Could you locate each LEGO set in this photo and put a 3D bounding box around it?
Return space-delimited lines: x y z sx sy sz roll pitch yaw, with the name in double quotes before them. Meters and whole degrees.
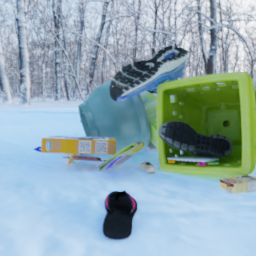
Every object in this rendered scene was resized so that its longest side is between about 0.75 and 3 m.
"LEGO set" -1.742 1.019 8.962 0.458 0.370 0.995 -29 18 -6

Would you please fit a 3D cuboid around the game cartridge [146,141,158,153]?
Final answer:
"game cartridge" 1.098 0.108 11.065 1.284 0.390 1.926 -8 50 -5

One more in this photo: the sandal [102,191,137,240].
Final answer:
"sandal" -0.137 1.394 4.973 0.631 0.378 1.679 0 7 0

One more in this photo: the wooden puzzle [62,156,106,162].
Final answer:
"wooden puzzle" -1.214 0.903 8.261 1.401 0.098 0.831 6 -5 -15

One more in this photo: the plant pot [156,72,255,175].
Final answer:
"plant pot" 2.514 -0.064 8.159 2.567 2.554 2.329 -2 -2 38

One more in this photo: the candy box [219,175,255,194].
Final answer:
"candy box" 2.605 1.294 6.460 0.853 0.236 0.493 -3 7 -21

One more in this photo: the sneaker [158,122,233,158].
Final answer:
"sneaker" 1.817 0.464 7.965 2.154 0.812 0.854 18 -21 -6

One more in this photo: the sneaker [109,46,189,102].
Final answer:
"sneaker" 0.721 -1.395 8.480 2.809 1.252 1.103 -29 46 -21

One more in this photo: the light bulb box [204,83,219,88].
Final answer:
"light bulb box" 4.008 -0.679 12.434 1.479 2.349 2.370 -35 -9 23

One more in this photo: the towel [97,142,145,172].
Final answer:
"towel" -0.121 0.770 7.713 1.208 0.192 1.682 -35 -10 7

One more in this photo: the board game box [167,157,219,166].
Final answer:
"board game box" 1.828 0.919 7.820 1.095 0.142 1.095 0 -3 37

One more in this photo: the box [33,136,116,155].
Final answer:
"box" -1.570 0.499 8.483 2.374 0.492 1.413 4 1 -6

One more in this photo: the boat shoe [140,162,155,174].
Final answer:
"boat shoe" 0.568 1.096 8.097 0.290 0.261 0.804 -2 7 -15

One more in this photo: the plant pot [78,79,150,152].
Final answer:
"plant pot" -0.699 -0.312 10.469 1.949 2.909 2.909 -18 12 -17

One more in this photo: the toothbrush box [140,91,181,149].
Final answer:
"toothbrush box" 1.234 -0.741 10.717 2.095 1.239 2.878 -31 53 -16
